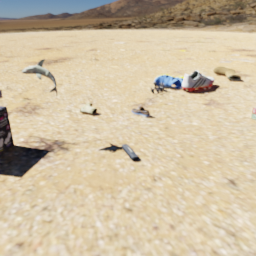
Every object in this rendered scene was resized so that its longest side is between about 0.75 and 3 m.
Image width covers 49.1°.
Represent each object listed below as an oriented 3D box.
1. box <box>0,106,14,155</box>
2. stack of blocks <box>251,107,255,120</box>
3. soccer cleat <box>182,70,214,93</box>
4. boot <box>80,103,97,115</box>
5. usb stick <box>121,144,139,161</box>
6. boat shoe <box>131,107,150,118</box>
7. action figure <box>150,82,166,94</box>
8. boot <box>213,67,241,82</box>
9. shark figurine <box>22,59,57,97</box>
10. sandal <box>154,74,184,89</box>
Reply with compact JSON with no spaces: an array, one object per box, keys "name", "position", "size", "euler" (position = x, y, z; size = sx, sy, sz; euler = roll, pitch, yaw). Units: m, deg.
[{"name":"box","position":[-5.519,0.122,9.194],"size":[2.713,1.557,1.793],"euler":[7,26,15]},{"name":"stack of blocks","position":[6.304,-0.706,12.253],"size":[1.730,0.507,0.996],"euler":[-20,32,-38]},{"name":"soccer cleat","position":[4.090,-2.778,16.027],"size":[2.628,1.120,0.902],"euler":[-18,31,-34]},{"name":"boot","position":[-1.700,-0.884,12.869],"size":[0.694,0.325,0.893],"euler":[11,28,23]},{"name":"usb stick","position":[0.054,0.813,9.380],"size":[0.278,0.163,1.002],"euler":[-10,26,-20]},{"name":"boat shoe","position":[0.574,-0.768,12.565],"size":[1.012,0.366,0.366],"euler":[19,31,35]},{"name":"action figure","position":[1.713,-2.293,15.638],"size":[0.694,0.596,1.168],"euler":[1,24,29]},{"name":"boot","position":[6.465,-3.541,18.365],"size":[1.519,0.574,1.735],"euler":[4,26,8]},{"name":"shark figurine","position":[-2.725,-1.691,9.310],"size":[1.331,0.795,0.555],"euler":[37,-15,-3]},{"name":"sandal","position":[2.466,-2.635,16.215],"size":[1.964,0.780,0.855],"euler":[0,29,3]}]
